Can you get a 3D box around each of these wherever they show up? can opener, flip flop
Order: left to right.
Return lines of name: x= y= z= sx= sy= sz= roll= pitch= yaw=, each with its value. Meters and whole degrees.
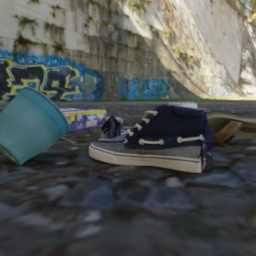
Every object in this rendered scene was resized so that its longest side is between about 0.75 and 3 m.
can opener: x=-0.397 y=0.112 z=7.952 sx=0.504 sy=0.625 sz=1.589 roll=33 pitch=15 yaw=-20
flip flop: x=2.749 y=0.137 z=7.697 sx=2.290 sy=0.929 sz=0.659 roll=4 pitch=48 yaw=-5

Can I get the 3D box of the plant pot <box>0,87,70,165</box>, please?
plant pot: x=-2.070 y=0.046 z=5.676 sx=1.287 sy=1.287 sz=1.209 roll=7 pitch=50 yaw=46

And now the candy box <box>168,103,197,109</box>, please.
candy box: x=2.383 y=-0.584 z=12.247 sx=1.224 sy=1.026 sz=0.438 roll=-3 pitch=8 yaw=-22

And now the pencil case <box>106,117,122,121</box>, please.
pencil case: x=-0.650 y=-0.321 z=12.914 sx=0.829 sy=0.348 sz=0.354 roll=5 pitch=17 yaw=38

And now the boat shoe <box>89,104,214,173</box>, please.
boat shoe: x=0.405 y=0.112 z=5.726 sx=2.647 sy=1.227 sz=0.988 roll=3 pitch=8 yaw=21

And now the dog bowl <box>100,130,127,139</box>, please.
dog bowl: x=-0.415 y=0.245 z=8.646 sx=0.907 sy=0.266 sz=0.907 roll=1 pitch=7 yaw=0

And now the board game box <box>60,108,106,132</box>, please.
board game box: x=-2.582 y=-0.383 z=11.769 sx=2.226 sy=0.763 sz=2.693 roll=6 pitch=9 yaw=30
